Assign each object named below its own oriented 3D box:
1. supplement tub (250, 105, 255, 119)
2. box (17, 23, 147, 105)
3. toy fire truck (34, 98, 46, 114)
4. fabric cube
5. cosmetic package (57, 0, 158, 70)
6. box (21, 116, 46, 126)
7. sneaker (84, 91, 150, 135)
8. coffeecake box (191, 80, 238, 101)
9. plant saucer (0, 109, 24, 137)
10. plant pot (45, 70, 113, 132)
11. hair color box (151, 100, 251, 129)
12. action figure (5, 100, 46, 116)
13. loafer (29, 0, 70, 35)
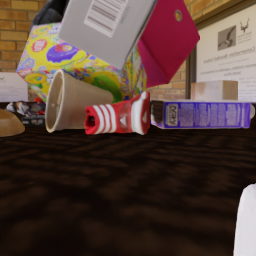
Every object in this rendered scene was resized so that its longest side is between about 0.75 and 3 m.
[{"bbox_3d":[4.161,-0.621,10.268,0.591,0.591,0.895,0,6,-4],"label":"supplement tub"},{"bbox_3d":[-1.095,-1.536,8.065,2.732,1.667,2.632,-1,-28,16],"label":"box"},{"bbox_3d":[-3.686,-0.900,12.785,1.227,0.688,1.031,4,-11,25],"label":"toy fire truck"},{"bbox_3d":[0.446,-3.349,10.488,2.871,2.817,2.862,-4,41,48],"label":"fabric cube"},{"bbox_3d":[-0.168,-2.131,4.928,1.204,1.426,2.669,26,26,-5],"label":"cosmetic package"},{"bbox_3d":[-2.636,-0.221,8.275,0.841,0.229,1.050,-2,7,-14],"label":"box"},{"bbox_3d":[-0.225,-0.387,6.630,1.445,0.980,2.502,0,3,6],"label":"sneaker"},{"bbox_3d":[2.877,-0.915,9.554,0.627,1.318,1.717,-2,7,-21],"label":"coffeecake box"},{"bbox_3d":[-3.277,-0.207,6.254,1.850,0.327,1.850,9,11,-2],"label":"plant saucer"},{"bbox_3d":[-1.144,-0.543,6.823,1.349,1.474,1.474,9,2,-28],"label":"plant pot"},{"bbox_3d":[1.893,-0.396,7.582,2.339,0.758,1.279,1,7,-9],"label":"hair color box"},{"bbox_3d":[-3.751,-0.796,11.240,2.312,0.802,1.505,-4,14,-7],"label":"action figure"},{"bbox_3d":[-2.348,-3.332,8.463,0.725,2.066,0.702,3,-23,48],"label":"loafer"}]
